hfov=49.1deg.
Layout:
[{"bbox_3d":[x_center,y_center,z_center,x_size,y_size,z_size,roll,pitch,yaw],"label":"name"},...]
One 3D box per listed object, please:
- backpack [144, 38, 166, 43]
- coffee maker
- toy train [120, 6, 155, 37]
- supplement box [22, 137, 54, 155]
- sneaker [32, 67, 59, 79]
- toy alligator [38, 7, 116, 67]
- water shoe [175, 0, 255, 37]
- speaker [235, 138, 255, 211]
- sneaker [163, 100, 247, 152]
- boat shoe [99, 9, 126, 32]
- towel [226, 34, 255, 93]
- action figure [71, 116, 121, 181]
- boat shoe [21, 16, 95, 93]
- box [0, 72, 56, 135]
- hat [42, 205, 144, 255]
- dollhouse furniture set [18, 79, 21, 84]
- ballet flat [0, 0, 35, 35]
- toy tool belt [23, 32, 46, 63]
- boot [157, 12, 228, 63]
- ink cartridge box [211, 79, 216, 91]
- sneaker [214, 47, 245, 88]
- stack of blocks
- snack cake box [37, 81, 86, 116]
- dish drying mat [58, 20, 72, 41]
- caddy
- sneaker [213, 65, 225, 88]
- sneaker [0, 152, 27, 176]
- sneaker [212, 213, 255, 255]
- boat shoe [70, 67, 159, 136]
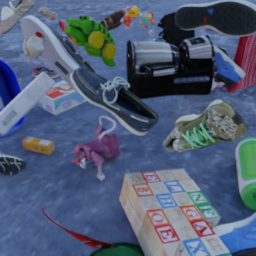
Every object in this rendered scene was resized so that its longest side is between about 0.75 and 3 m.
[{"bbox_3d":[1.483,-3.830,14.565,1.397,1.602,1.823,-17,32,-30],"label":"backpack"},{"bbox_3d":[0.920,-1.224,6.581,1.872,1.798,1.261,-3,56,-4],"label":"coffee maker"},{"bbox_3d":[0.446,-4.324,11.174,1.613,1.211,0.449,27,72,17],"label":"toy train"},{"bbox_3d":[-2.827,0.553,8.837,0.968,0.322,0.333,11,32,17],"label":"supplement box"},{"bbox_3d":[-4.000,-2.744,13.835,1.416,0.529,0.571,-7,33,-12],"label":"sneaker"},{"bbox_3d":[-1.040,-2.469,7.161,0.822,0.752,2.772,20,-5,36],"label":"toy alligator"},{"bbox_3d":[2.406,-2.959,7.305,2.365,0.845,0.933,21,38,33],"label":"water shoe"},{"bbox_3d":[3.357,1.134,7.389,0.933,0.933,2.110,8,33,12],"label":"speaker"},{"bbox_3d":[1.318,0.168,5.238,0.940,0.816,2.122,-39,2,-19],"label":"sneaker"},{"bbox_3d":[-0.862,-4.633,12.432,1.776,0.641,0.639,-22,15,24],"label":"boat shoe"},{"bbox_3d":[4.210,-2.318,9.063,2.923,2.114,0.329,-17,35,-40],"label":"towel"},{"bbox_3d":[-0.883,0.588,7.977,1.199,1.333,1.790,24,25,23],"label":"action figure"},{"bbox_3d":[-2.098,-2.448,9.109,1.031,2.948,0.977,-28,24,44],"label":"boat shoe"},{"bbox_3d":[-2.530,-0.712,6.926,1.602,0.403,2.220,-46,21,-5],"label":"box"},{"bbox_3d":[-0.265,2.245,4.857,1.955,1.721,1.619,-12,34,-18],"label":"hat"},{"bbox_3d":[-5.579,-2.253,12.885,0.796,0.713,1.005,10,34,16],"label":"dollhouse furniture set"},{"bbox_3d":[-3.080,-3.093,7.503,0.482,0.476,1.417,1,52,32],"label":"ballet flat"},{"bbox_3d":[-2.210,-1.868,6.532,0.485,0.477,0.777,21,39,-24],"label":"toy tool belt"},{"bbox_3d":[2.322,-3.279,10.232,2.412,1.976,0.893,-1,17,30],"label":"boot"},{"bbox_3d":[3.377,-1.993,12.582,0.680,0.393,0.938,-39,45,-15],"label":"ink cartridge box"},{"bbox_3d":[2.687,-1.740,8.219,1.315,0.731,0.505,48,16,12],"label":"sneaker"},{"bbox_3d":[1.038,2.046,5.763,1.579,0.803,2.743,0,30,-23],"label":"stack of blocks"},{"bbox_3d":[-2.528,-1.373,11.503,1.211,0.708,2.106,27,41,33],"label":"snack cake box"},{"bbox_3d":[-2.309,-3.634,10.736,0.106,1.168,0.448,-24,67,10],"label":"dish drying mat"},{"bbox_3d":[-4.562,-1.018,9.316,1.418,2.702,1.910,7,29,45],"label":"caddy"},{"bbox_3d":[4.849,-2.539,12.949,2.630,1.135,1.056,-6,34,-11],"label":"sneaker"},{"bbox_3d":[-3.691,0.899,8.015,1.655,0.642,0.714,1,29,2],"label":"sneaker"},{"bbox_3d":[2.778,2.304,5.532,2.235,0.858,1.244,-14,29,-13],"label":"sneaker"},{"bbox_3d":[-0.185,-0.433,3.956,1.389,0.430,0.520,41,47,-2],"label":"boat shoe"}]
